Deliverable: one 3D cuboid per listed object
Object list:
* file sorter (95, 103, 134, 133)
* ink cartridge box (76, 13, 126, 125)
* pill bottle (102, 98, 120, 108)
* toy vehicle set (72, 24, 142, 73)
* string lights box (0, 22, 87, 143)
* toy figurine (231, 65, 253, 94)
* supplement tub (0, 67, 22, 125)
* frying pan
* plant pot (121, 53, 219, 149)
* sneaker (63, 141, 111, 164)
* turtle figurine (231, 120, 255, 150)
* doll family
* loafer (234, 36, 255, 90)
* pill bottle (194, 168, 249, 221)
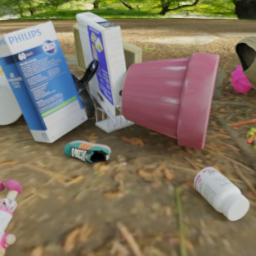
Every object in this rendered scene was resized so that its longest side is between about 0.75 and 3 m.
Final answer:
[{"bbox_3d":[-0.418,-0.383,8.717,1.015,0.632,0.705,-19,32,-34],"label":"file sorter"},{"bbox_3d":[-0.718,-1.726,7.817,0.545,2.511,2.488,-17,34,-17],"label":"ink cartridge box"},{"bbox_3d":[-0.635,-1.475,10.536,0.970,0.970,1.676,-8,27,-15],"label":"pill bottle"},{"bbox_3d":[-0.715,-2.232,9.120,2.581,1.603,0.342,30,52,24],"label":"toy vehicle set"},{"bbox_3d":[-2.260,-1.179,7.447,0.828,2.807,1.442,2,29,41],"label":"string lights box"},{"bbox_3d":[5.349,-2.012,11.309,2.232,1.821,2.425,0,3,20],"label":"toy figurine"},{"bbox_3d":[-4.068,-1.097,9.150,1.509,1.509,2.075,-8,27,-15],"label":"supplement tub"},{"bbox_3d":[-1.324,-0.935,8.217,0.461,1.711,2.829,-39,22,-27],"label":"frying pan"},{"bbox_3d":[1.041,-0.772,7.068,2.084,2.328,2.328,10,28,16],"label":"plant pot"},{"bbox_3d":[-1.044,0.618,6.916,1.189,0.424,0.475,3,22,3],"label":"sneaker"},{"bbox_3d":[3.516,0.705,6.283,2.636,0.849,2.126,16,37,22],"label":"turtle figurine"},{"bbox_3d":[-2.931,1.588,4.175,2.691,1.212,1.670,11,42,0],"label":"doll family"},{"bbox_3d":[3.897,-1.661,8.334,0.836,0.943,2.480,-10,62,-29],"label":"loafer"},{"bbox_3d":[1.790,1.267,5.430,0.576,0.576,1.016,-10,28,-19],"label":"pill bottle"}]
